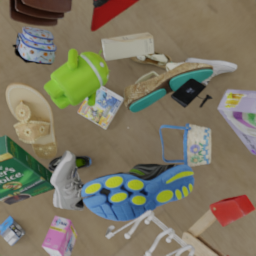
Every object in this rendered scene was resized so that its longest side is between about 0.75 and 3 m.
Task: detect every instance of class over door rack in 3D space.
[{"bbox_3d":[0.374,2.551,6.048,1.284,1.738,0.579,43,44,-7],"label":"over door rack"}]

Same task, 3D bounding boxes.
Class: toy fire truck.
[{"bbox_3d":[1.859,2.981,6.403,2.871,0.700,2.025,-41,64,33],"label":"toy fire truck"}]

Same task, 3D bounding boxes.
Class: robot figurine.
[{"bbox_3d":[-1.333,-1.345,7.674,1.852,1.625,1.071,-38,49,-13],"label":"robot figurine"}]

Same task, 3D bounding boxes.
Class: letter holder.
[{"bbox_3d":[-2.291,-3.227,7.395,0.726,1.444,1.026,21,112,39],"label":"letter holder"}]

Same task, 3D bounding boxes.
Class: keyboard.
[{"bbox_3d":[1.413,-0.697,6.023,0.699,0.113,1.099,36,45,15],"label":"keyboard"}]

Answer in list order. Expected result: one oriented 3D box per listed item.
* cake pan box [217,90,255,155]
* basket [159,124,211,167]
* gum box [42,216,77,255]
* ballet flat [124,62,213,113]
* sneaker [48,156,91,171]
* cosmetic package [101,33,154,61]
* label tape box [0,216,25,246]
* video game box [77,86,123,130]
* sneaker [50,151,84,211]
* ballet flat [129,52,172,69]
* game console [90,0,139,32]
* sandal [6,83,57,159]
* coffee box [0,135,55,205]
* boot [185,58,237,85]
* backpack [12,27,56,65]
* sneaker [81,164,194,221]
[{"bbox_3d":[4.109,0.121,7.264,2.853,2.628,0.746,40,76,-39],"label":"cake pan box"},{"bbox_3d":[1.672,0.492,8.185,1.445,1.005,1.274,1,122,23],"label":"basket"},{"bbox_3d":[-1.627,2.767,6.870,0.417,1.260,0.715,12,53,9],"label":"gum box"},{"bbox_3d":[1.123,-1.470,8.571,2.870,1.012,0.937,-23,64,4],"label":"ballet flat"},{"bbox_3d":[-2.055,1.216,9.793,1.493,0.619,0.529,-6,83,-1],"label":"sneaker"},{"bbox_3d":[-0.024,-2.527,8.675,1.517,0.785,0.554,-10,118,-6],"label":"cosmetic package"},{"bbox_3d":[-4.087,3.583,9.734,0.807,0.255,0.582,44,86,4],"label":"label tape box"},{"bbox_3d":[-0.994,-0.805,10.167,1.193,0.307,1.310,30,85,6],"label":"video game box"},{"bbox_3d":[-1.490,1.484,7.634,0.944,2.302,0.860,17,48,5],"label":"sneaker"},{"bbox_3d":[0.812,-2.614,10.217,1.702,0.556,0.600,13,88,2],"label":"ballet flat"},{"bbox_3d":[-0.362,-3.823,7.058,2.166,1.286,1.867,-42,120,-18],"label":"game console"},{"bbox_3d":[-2.239,0.133,6.815,0.925,2.524,0.830,-9,47,-4],"label":"sandal"},{"bbox_3d":[-3.078,1.201,7.150,1.521,2.473,0.544,-20,57,1],"label":"coffee box"},{"bbox_3d":[2.949,-1.969,10.174,1.826,0.672,0.873,8,91,9],"label":"boot"},{"bbox_3d":[-2.707,-2.430,8.423,1.259,0.970,1.200,-5,44,-30],"label":"backpack"},{"bbox_3d":[0.252,1.477,6.839,2.968,1.230,1.052,-6,90,-32],"label":"sneaker"}]
